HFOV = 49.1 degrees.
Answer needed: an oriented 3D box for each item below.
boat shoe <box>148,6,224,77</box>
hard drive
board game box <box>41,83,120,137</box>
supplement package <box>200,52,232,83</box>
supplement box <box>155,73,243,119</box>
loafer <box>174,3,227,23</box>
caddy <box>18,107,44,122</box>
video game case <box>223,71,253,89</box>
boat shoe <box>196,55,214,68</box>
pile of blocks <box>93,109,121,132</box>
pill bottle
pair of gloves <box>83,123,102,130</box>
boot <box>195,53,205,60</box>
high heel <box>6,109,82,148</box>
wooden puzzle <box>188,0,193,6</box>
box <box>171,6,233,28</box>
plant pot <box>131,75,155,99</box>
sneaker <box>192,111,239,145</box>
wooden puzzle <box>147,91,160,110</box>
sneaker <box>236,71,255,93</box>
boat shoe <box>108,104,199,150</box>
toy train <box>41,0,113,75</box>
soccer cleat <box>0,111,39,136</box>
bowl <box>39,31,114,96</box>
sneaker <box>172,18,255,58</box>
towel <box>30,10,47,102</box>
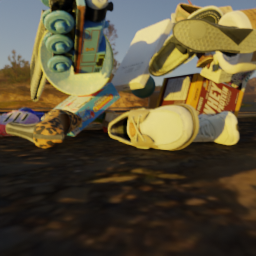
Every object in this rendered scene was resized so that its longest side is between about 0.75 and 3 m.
[{"bbox_3d":[1.605,-2.351,8.139,2.655,1.004,0.801,-42,11,47],"label":"boat shoe"},{"bbox_3d":[0.443,-2.608,10.310,0.370,2.772,1.828,37,-21,-32],"label":"hard drive"},{"bbox_3d":[-1.790,-0.713,10.285,2.247,0.641,2.295,-43,26,-25],"label":"board game box"},{"bbox_3d":[2.930,-2.020,9.125,0.620,0.843,0.806,-13,35,-29],"label":"supplement package"},{"bbox_3d":[2.973,-1.091,12.075,2.465,1.659,2.499,16,-2,-25],"label":"supplement box"},{"bbox_3d":[2.350,-3.231,8.302,1.979,0.712,0.622,14,-25,14],"label":"loafer"},{"bbox_3d":[-4.294,-0.389,11.720,1.281,0.951,1.812,2,5,8],"label":"caddy"},{"bbox_3d":[3.986,-2.291,10.491,1.347,1.486,0.266,22,44,-15],"label":"video game case"},{"bbox_3d":[2.135,-1.899,7.846,0.280,0.263,0.779,2,-5,-13],"label":"boat shoe"},{"bbox_3d":[-0.991,-0.307,10.900,1.060,0.803,2.583,11,6,-12],"label":"pile of blocks"},{"bbox_3d":[3.546,-2.186,6.746,2.497,1.428,1.428,-10,6,-6],"label":"pill bottle"},{"bbox_3d":[-1.738,-0.082,12.233,1.239,0.255,1.457,-2,4,-21],"label":"pair of gloves"},{"bbox_3d":[3.621,-3.037,11.778,1.348,1.447,0.465,-26,-20,10],"label":"boot"},{"bbox_3d":[-1.694,0.038,7.618,1.808,0.906,2.537,10,13,33],"label":"high heel"},{"bbox_3d":[2.264,-3.935,9.484,0.072,1.031,0.611,-32,-49,20],"label":"wooden puzzle"},{"bbox_3d":[2.824,-3.890,10.797,2.243,1.065,0.872,-3,46,8],"label":"box"},{"bbox_3d":[0.588,-1.987,12.485,1.174,1.174,1.103,1,-4,11],"label":"plant pot"},{"bbox_3d":[2.096,0.074,7.534,0.961,0.891,2.372,-11,1,-12],"label":"sneaker"},{"bbox_3d":[2.390,-1.269,15.097,2.722,0.680,2.939,-3,-25,-1],"label":"wooden puzzle"},{"bbox_3d":[4.911,-2.119,11.613,0.710,1.518,0.535,-10,27,-6],"label":"sneaker"},{"bbox_3d":[0.440,0.056,6.531,0.960,1.049,2.806,-4,-4,-28],"label":"boat shoe"},{"bbox_3d":[-1.268,-2.377,6.903,1.576,1.196,2.759,-9,-22,-17],"label":"toy train"},{"bbox_3d":[-4.027,-0.011,8.816,2.696,0.899,1.031,0,28,-43],"label":"soccer cleat"},{"bbox_3d":[-1.537,-2.302,9.011,2.304,2.304,1.240,0,22,4],"label":"bowl"},{"bbox_3d":[1.642,-1.747,5.449,1.559,0.593,1.127,13,20,7],"label":"sneaker"},{"bbox_3d":[-3.232,-2.731,10.521,0.453,2.625,2.527,7,43,-27],"label":"towel"}]
